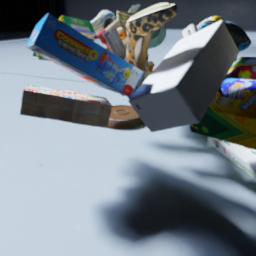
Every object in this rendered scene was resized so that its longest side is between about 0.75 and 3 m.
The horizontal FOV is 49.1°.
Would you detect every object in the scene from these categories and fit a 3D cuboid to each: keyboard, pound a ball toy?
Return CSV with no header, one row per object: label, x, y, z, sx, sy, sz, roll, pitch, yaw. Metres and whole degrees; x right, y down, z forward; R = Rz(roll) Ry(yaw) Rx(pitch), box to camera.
keyboard,-0.156,-4.529,12.146,0.106,1.997,0.562,48,46,2
pound a ball toy,2.249,-2.914,9.491,0.890,0.580,1.365,22,49,-43

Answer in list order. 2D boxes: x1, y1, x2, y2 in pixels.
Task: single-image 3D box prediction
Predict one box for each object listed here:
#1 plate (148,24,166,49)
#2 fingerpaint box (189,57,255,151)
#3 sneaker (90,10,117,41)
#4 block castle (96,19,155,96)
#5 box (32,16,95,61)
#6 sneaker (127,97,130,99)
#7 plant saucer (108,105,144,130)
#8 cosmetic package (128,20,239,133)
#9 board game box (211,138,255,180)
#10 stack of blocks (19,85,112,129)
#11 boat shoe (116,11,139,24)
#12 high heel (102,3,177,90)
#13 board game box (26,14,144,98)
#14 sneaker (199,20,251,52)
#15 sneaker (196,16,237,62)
plate,0.770,-4.069,11.568,1.690,1.690,0.216,-4,-15,-8
fingerpaint box,3.479,-0.879,7.864,2.979,1.093,2.485,-37,30,-21
sneaker,-1.349,-3.820,11.214,2.199,0.790,0.797,-45,67,-5
block castle,0.019,-2.323,10.128,1.293,2.757,1.842,-33,-17,21
box,-2.219,-2.829,9.385,2.072,0.501,1.216,-28,-11,40
sneaker,0.936,-2.268,15.004,2.147,1.165,0.752,-10,27,-21
plant saucer,-0.281,-0.549,12.294,2.234,0.385,2.234,0,24,0
cosmetic package,1.468,-1.301,6.927,1.493,1.049,2.945,-13,31,49
board game box,4.042,0.826,9.307,1.436,0.394,2.274,-9,26,-18
stack of blocks,-1.713,-0.632,7.876,2.302,0.674,1.326,9,13,-15
boat shoe,0.254,-4.486,11.246,1.462,0.460,0.533,5,33,16
high heel,0.559,-1.968,7.279,0.978,1.952,2.738,-38,20,-30
board game box,-1.173,-1.690,6.867,2.368,0.676,2.419,25,2,-27
sneaker,3.008,-3.029,8.951,2.000,0.732,0.819,9,57,-30
sneaker,3.528,-2.740,10.405,1.150,2.955,1.214,-31,0,-33
